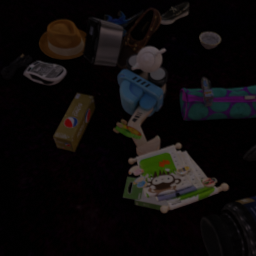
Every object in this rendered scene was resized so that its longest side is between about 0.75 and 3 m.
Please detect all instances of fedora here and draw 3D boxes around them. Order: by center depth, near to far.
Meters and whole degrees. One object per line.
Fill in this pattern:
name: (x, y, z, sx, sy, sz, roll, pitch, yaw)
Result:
fedora: (-2.774, -3.976, 12.142, 2.359, 0.962, 2.359, 0, 55, 0)

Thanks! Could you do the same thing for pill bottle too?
pill bottle: (3.372, 2.530, 7.099, 2.771, 1.550, 1.550, -11, 55, -8)

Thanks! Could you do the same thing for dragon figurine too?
dragon figurine: (-0.404, -4.629, 12.752, 2.481, 0.730, 1.233, -11, 55, -7)

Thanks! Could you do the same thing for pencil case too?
pencil case: (3.199, -0.868, 9.634, 2.786, 1.287, 1.185, -3, 77, 5)

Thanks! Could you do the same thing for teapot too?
teapot: (0.617, -2.027, 8.307, 0.821, 0.832, 0.608, 18, 17, 9)

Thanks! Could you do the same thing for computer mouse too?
computer mouse: (-3.602, -2.167, 11.118, 2.628, 0.577, 1.441, 19, 52, 20)

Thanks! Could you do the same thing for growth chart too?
growth chart: (0.938, 1.073, 6.442, 1.656, 0.203, 2.288, -21, 27, -8)

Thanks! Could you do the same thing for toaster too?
toaster: (-0.979, -3.205, 10.455, 1.020, 1.555, 1.719, 2, 24, -24)

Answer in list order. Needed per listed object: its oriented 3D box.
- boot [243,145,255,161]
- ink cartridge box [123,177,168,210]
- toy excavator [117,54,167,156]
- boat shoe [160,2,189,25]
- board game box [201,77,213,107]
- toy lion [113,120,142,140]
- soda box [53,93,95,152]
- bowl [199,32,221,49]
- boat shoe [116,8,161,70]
boot: (4.804, 1.241, 8.538, 2.083, 0.721, 1.813, -11, 54, -10)
ink cartridge box: (0.561, 1.937, 8.232, 1.331, 0.395, 0.691, 10, 55, 7)
toy excavator: (0.430, -0.705, 9.719, 2.769, 1.422, 2.848, 33, 73, 17)
boat shoe: (2.200, -5.571, 13.519, 1.809, 0.576, 0.640, -33, 61, -21)
board game box: (2.478, -1.134, 8.755, 0.264, 0.856, 0.857, -8, 86, 11)
toy lion: (0.030, 0.107, 8.643, 0.826, 0.296, 0.862, 33, 16, 5)
soda box: (-1.798, -0.214, 9.597, 0.645, 0.682, 2.014, 13, 55, 11)
bowl: (3.555, -3.761, 12.311, 0.914, 0.429, 0.914, 0, 54, 0)
boat shoe: (0.271, -3.235, 10.227, 0.867, 2.463, 0.866, 35, 19, 6)
